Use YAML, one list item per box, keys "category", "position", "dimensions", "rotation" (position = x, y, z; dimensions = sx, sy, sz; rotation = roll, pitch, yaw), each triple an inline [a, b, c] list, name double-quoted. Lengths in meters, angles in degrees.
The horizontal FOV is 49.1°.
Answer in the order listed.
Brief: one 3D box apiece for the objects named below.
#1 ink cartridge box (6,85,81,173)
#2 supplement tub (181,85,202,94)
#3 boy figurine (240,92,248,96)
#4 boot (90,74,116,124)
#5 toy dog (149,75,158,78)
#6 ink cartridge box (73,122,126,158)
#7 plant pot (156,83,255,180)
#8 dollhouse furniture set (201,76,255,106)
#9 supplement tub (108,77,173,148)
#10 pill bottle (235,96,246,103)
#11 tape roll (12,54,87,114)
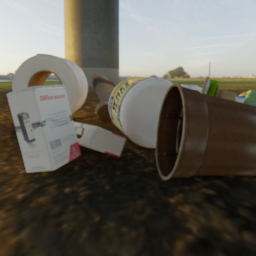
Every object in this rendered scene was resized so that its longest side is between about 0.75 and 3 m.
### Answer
- category: "ink cartridge box"
  position: [-1.660, -0.025, 5.707]
  dimensions: [0.675, 1.593, 1.160]
  rotation: [-8, 7, 19]
- category: "supplement tub"
  position: [1.741, -0.715, 9.820]
  dimensions: [1.618, 1.618, 2.232]
  rotation: [-3, 11, -14]
- category: "boy figurine"
  position: [5.786, -1.229, 13.594]
  dimensions: [2.096, 1.303, 0.675]
  rotation: [4, -29, -4]
- category: "boot"
  position: [-0.868, -1.216, 10.901]
  dimensions: [1.000, 2.081, 2.846]
  rotation: [-35, -19, 12]
- category: "toy dog"
  position: [1.321, -1.467, 14.020]
  dimensions: [1.385, 2.101, 1.012]
  rotation: [-28, 37, 5]
- category: "ink cartridge box"
  position: [-0.802, 0.256, 6.678]
  dimensions: [0.904, 0.524, 1.224]
  rotation: [22, -9, -39]
- category: "plant pot"
  position: [1.542, 0.159, 5.148]
  dimensions: [1.724, 1.742, 1.742]
  rotation: [7, 9, -8]
- category: "dollhouse furniture set"
  position: [2.816, -0.415, 6.925]
  dimensions: [2.150, 1.409, 1.079]
  rotation: [19, -4, 24]
- category: "supplement tub"
  position: [0.421, -0.554, 8.082]
  dimensions: [1.808, 1.808, 2.503]
  rotation: [-2, 11, -14]
- category: "pill bottle"
  position: [3.381, -0.312, 8.425]
  dimensions: [2.340, 1.313, 1.313]
  rotation: [-4, 11, -25]
- category: "tape roll"
  position: [-3.353, -1.767, 12.424]
  dimensions: [2.831, 2.831, 1.944]
  rotation: [1, 9, 3]
